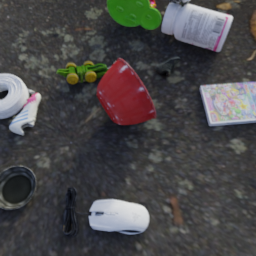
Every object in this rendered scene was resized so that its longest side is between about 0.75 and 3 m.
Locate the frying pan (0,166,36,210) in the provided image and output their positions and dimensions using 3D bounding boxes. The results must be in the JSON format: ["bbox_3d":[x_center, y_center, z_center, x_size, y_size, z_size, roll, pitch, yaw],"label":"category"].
[{"bbox_3d":[-4.006,2.073,8.800,2.322,0.378,1.405,-23,64,-10],"label":"frying pan"}]

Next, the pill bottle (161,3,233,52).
[{"bbox_3d":[2.778,-4.179,11.500,2.561,1.452,1.452,21,64,11],"label":"pill bottle"}]

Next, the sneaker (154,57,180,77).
[{"bbox_3d":[1.667,-2.379,11.142,1.115,0.426,0.638,-26,67,-10],"label":"sneaker"}]

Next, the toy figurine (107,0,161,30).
[{"bbox_3d":[0.502,-5.800,12.464,2.464,1.850,2.268,24,53,-12],"label":"toy figurine"}]

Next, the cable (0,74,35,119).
[{"bbox_3d":[-4.659,-1.172,10.367,1.808,0.626,1.808,30,66,15],"label":"cable"}]

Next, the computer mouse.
[{"bbox_3d":[-0.669,2.575,8.410,2.626,0.576,1.440,3,61,2],"label":"computer mouse"}]

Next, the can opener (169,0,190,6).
[{"bbox_3d":[2.275,-5.690,11.759,0.798,1.000,2.992,13,28,7],"label":"can opener"}]

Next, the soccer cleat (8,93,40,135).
[{"bbox_3d":[-3.552,-0.466,10.098,0.724,0.586,1.677,32,68,0],"label":"soccer cleat"}]

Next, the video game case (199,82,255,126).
[{"bbox_3d":[4.024,-0.934,10.482,2.370,0.213,1.697,-5,62,-3],"label":"video game case"}]

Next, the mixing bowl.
[{"bbox_3d":[-0.230,-0.968,9.417,1.275,2.355,2.355,-33,67,-6],"label":"mixing bowl"}]

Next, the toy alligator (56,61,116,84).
[{"bbox_3d":[-1.429,-2.113,10.887,2.603,0.625,0.863,-7,49,-9],"label":"toy alligator"}]
